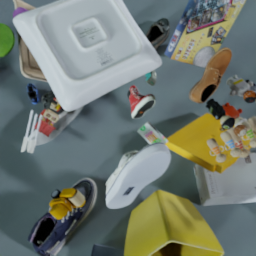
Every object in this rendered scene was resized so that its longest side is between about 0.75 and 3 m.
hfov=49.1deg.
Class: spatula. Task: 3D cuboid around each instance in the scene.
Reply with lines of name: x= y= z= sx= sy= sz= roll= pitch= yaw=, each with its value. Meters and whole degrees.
spatula: x=-2.514 y=0.121 z=7.312 sx=0.087 sy=0.752 sz=1.081 roll=9 pitch=83 yaw=9

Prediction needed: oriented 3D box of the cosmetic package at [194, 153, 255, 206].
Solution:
cosmetic package: x=3.742 y=1.659 z=9.162 sx=2.821 sy=1.044 sz=1.434 roll=-4 pitch=60 yaw=-4

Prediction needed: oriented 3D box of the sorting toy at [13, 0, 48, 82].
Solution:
sorting toy: x=-2.660 y=-2.619 z=9.182 sx=0.468 sy=2.375 sz=2.566 roll=-15 pitch=82 yaw=29

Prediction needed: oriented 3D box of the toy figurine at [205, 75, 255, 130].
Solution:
toy figurine: x=3.200 y=-0.672 z=8.116 sx=1.476 sy=1.453 sz=1.027 roll=7 pitch=41 yaw=-46

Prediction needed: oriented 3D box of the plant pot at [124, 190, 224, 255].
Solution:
plant pot: x=1.051 y=2.893 z=7.749 sx=1.931 sy=1.931 sz=1.703 roll=23 pitch=35 yaw=-28

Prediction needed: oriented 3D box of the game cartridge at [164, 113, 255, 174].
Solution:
game cartridge: x=2.832 y=0.441 z=9.483 sx=2.464 sy=0.400 sz=2.172 roll=-29 pitch=40 yaw=-31

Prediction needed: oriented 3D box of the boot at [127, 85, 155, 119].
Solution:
boot: x=0.335 y=-0.961 z=8.516 sx=0.500 sy=1.380 sz=0.996 roll=-8 pitch=75 yaw=-22

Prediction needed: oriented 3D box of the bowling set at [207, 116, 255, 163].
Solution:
bowling set: x=2.534 y=0.342 z=6.357 sx=1.425 sy=0.992 sz=0.765 roll=-31 pitch=81 yaw=14

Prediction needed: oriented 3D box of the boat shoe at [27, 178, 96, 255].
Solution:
boat shoe: x=-1.885 y=2.580 z=8.483 sx=1.015 sy=1.260 sz=2.718 roll=25 pitch=63 yaw=14

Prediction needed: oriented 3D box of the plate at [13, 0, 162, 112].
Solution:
plate: x=-0.979 y=-2.273 z=7.093 sx=2.913 sy=0.472 sz=2.920 roll=-29 pitch=81 yaw=-16

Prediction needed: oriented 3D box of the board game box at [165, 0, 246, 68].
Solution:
board game box: x=2.456 y=-3.263 z=8.913 sx=1.731 sy=2.555 sz=0.442 roll=6 pitch=34 yaw=-32

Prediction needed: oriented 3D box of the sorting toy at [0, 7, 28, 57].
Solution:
sorting toy: x=-3.656 y=-2.233 z=8.047 sx=2.749 sy=0.947 sz=0.953 roll=-44 pitch=83 yaw=1

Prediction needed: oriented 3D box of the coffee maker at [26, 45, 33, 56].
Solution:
coffee maker: x=-2.181 y=-2.452 z=7.921 sx=1.108 sy=0.777 sz=1.153 roll=44 pitch=46 yaw=15

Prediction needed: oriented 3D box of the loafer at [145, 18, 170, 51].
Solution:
loafer: x=1.288 y=-4.241 z=12.715 sx=0.924 sy=0.809 sz=2.571 roll=23 pitch=62 yaw=13

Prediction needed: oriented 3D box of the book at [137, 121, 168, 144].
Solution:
book: x=0.739 y=0.233 z=8.482 sx=0.833 sy=0.557 sz=0.200 roll=44 pitch=48 yaw=-4

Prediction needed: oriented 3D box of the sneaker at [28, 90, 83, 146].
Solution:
sneaker: x=-2.979 y=-0.486 z=10.522 sx=1.310 sy=0.934 sz=2.642 roll=32 pitch=59 yaw=19

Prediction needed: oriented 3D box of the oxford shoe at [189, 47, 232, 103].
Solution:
oxford shoe: x=2.144 y=-1.250 z=6.910 sx=0.549 sy=0.548 sz=1.538 roll=26 pitch=100 yaw=-24

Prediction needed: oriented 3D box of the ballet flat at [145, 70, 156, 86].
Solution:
ballet flat: x=0.824 y=-1.806 z=9.918 sx=0.376 sy=0.398 sz=1.182 roll=38 pitch=28 yaw=-18

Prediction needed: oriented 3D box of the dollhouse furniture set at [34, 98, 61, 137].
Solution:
dollhouse furniture set: x=-2.215 y=-0.431 z=8.389 sx=0.531 sy=1.306 sz=0.703 roll=35 pitch=26 yaw=-22

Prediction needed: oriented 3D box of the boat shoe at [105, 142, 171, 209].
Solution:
boat shoe: x=0.100 y=1.027 z=6.917 sx=0.938 sy=2.647 sz=0.924 roll=5 pitch=49 yaw=-25

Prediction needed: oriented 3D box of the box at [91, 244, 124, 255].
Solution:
box: x=-0.286 y=4.218 z=7.998 sx=1.763 sy=0.450 sz=1.390 roll=10 pitch=59 yaw=5

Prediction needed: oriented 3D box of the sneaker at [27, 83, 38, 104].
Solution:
sneaker: x=-3.887 y=-1.468 z=11.333 sx=0.371 sy=0.412 sz=1.057 roll=-22 pitch=62 yaw=-12

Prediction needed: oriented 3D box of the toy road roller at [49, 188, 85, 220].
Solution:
toy road roller: x=-1.596 y=1.950 z=7.113 sx=0.881 sy=0.541 sz=0.643 roll=-15 pitch=37 yaw=27
